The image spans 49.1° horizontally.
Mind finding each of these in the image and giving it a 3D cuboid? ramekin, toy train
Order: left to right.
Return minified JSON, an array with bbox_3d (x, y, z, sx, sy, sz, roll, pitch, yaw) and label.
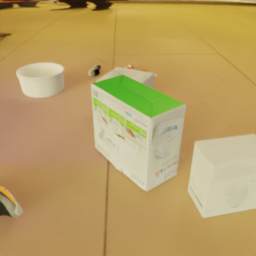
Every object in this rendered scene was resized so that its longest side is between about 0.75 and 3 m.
[{"bbox_3d":[-3.978,-2.210,12.969,2.098,1.023,2.098,0,32,0],"label":"ramekin"},{"bbox_3d":[0.526,-3.003,14.746,1.940,0.540,1.457,16,35,26],"label":"toy train"}]

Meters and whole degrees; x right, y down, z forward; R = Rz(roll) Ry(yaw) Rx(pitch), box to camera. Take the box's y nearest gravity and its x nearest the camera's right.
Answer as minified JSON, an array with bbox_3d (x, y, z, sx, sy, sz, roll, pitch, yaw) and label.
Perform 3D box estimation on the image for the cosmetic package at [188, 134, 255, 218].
[{"bbox_3d":[2.469,1.142,6.854,1.631,1.636,1.006,-6,32,-11],"label":"cosmetic package"}]

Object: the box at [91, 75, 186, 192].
[{"bbox_3d":[0.145,0.056,7.985,1.272,2.321,2.630,-22,37,-32],"label":"box"}]

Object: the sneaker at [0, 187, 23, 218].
[{"bbox_3d":[-3.369,1.816,6.709,1.996,0.781,0.771,10,41,26],"label":"sneaker"}]

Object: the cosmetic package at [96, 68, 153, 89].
[{"bbox_3d":[-0.097,-1.696,12.027,1.845,1.138,1.851,13,35,21],"label":"cosmetic package"}]

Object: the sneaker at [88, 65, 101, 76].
[{"bbox_3d":[-1.674,-3.039,14.959,0.479,0.404,1.095,14,38,20],"label":"sneaker"}]
